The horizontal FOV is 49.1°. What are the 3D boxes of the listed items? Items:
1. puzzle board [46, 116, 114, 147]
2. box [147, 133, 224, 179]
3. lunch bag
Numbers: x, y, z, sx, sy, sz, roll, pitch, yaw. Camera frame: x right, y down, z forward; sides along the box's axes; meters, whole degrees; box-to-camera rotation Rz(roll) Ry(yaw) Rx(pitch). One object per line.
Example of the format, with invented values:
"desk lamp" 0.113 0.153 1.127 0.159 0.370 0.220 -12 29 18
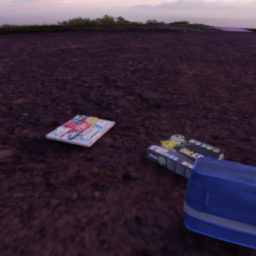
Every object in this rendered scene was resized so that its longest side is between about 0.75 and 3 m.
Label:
"puzzle board" -1.855 0.027 11.395 1.847 0.213 2.451 10 25 18
"box" 1.922 0.920 9.500 1.643 0.500 2.038 -27 37 -37
"lunch bag" 2.594 1.794 6.525 2.475 1.638 1.682 11 11 20
